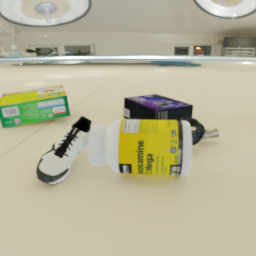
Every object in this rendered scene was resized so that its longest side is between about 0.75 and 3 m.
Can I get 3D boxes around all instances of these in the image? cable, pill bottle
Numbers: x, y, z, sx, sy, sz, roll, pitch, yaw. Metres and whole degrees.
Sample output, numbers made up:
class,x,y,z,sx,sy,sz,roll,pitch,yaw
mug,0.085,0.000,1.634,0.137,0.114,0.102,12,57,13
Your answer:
class,x,y,z,sx,sy,sz,roll,pitch,yaw
cable,1.402,0.218,8.592,1.628,0.507,1.995,6,31,45
pill bottle,0.284,0.456,6.740,2.326,1.308,1.308,1,18,5

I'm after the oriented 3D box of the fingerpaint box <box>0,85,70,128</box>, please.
class,x,y,z,sx,sy,sz,roll,pitch,yaw
fingerpaint box,-3.712,-0.919,11.200,2.508,0.920,2.092,-12,22,-14

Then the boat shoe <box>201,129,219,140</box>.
class,x,y,z,sx,sy,sz,roll,pitch,yaw
boat shoe,2.426,0.202,8.731,0.844,0.289,0.316,-5,-7,-15

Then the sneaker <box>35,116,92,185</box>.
class,x,y,z,sx,sy,sz,roll,pitch,yaw
sneaker,-1.528,0.454,6.823,0.788,0.855,2.138,25,40,3

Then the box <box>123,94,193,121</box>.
class,x,y,z,sx,sy,sz,roll,pitch,yaw
box,1.073,-0.616,10.681,1.642,0.917,2.326,-7,19,-29
